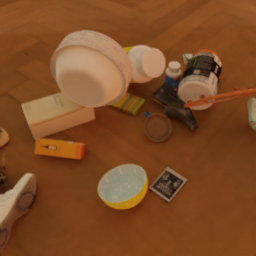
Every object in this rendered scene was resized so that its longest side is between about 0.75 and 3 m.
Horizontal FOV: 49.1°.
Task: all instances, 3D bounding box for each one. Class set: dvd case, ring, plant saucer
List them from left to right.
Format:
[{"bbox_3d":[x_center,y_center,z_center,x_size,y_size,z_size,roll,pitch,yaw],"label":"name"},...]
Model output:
[{"bbox_3d":[1.165,-0.013,11.212,1.165,0.172,1.165,2,81,-12],"label":"plant saucer"},{"bbox_3d":[1.406,1.997,9.851,0.860,0.141,1.144,32,55,26],"label":"dvd case"},{"bbox_3d":[3.353,-1.145,10.309,2.656,2.656,0.255,-11,88,-10],"label":"ring"}]

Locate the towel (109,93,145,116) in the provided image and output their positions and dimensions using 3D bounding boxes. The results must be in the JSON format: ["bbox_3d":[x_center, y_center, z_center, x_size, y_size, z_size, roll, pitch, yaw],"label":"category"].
[{"bbox_3d":[-0.588,-1.352,12.855,2.589,0.234,1.114,22,48,19],"label":"towel"}]

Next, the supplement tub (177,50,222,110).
[{"bbox_3d":[3.291,-2.252,12.647,1.677,1.677,2.738,15,51,13],"label":"supplement tub"}]

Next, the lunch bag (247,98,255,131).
[{"bbox_3d":[5.094,-0.518,10.951,0.738,1.210,1.031,-12,62,45],"label":"lunch bag"}]

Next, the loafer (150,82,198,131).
[{"bbox_3d":[1.968,-0.771,11.956,0.986,0.993,2.729,-34,50,2],"label":"loafer"}]

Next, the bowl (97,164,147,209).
[{"bbox_3d":[-0.070,2.073,9.151,1.663,0.895,1.663,-15,32,10],"label":"bowl"}]

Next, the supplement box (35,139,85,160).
[{"bbox_3d":[-2.555,0.767,10.508,1.743,0.580,0.600,7,4,2],"label":"supplement box"}]

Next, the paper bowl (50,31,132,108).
[{"bbox_3d":[-1.410,-1.902,10.227,2.912,2.912,1.514,12,53,10],"label":"paper bowl"}]

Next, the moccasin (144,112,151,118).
[{"bbox_3d":[1.155,-0.334,11.808,0.362,0.427,1.061,-41,71,-21],"label":"moccasin"}]

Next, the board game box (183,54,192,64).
[{"bbox_3d":[3.211,-3.687,14.990,0.486,0.133,0.770,2,48,1],"label":"board game box"}]

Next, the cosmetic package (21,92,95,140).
[{"bbox_3d":[-2.878,-0.657,11.685,2.644,0.966,1.369,-22,51,-18],"label":"cosmetic package"}]

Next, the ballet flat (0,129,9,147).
[{"bbox_3d":[-5.502,0.777,10.599,0.713,0.659,2.115,26,53,20],"label":"ballet flat"}]

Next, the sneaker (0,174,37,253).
[{"bbox_3d":[-3.949,2.535,8.812,1.228,1.051,2.820,15,49,19],"label":"sneaker"}]

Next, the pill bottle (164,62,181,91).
[{"bbox_3d":[2.073,-2.396,13.044,0.722,1.286,0.722,0,49,0],"label":"pill bottle"}]

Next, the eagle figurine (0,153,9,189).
[{"bbox_3d":[-5.080,1.788,9.353,1.981,1.495,1.503,-4,57,-18],"label":"eagle figurine"}]

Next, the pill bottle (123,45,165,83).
[{"bbox_3d":[0.314,-2.794,12.404,1.593,1.593,2.862,-30,22,-24],"label":"pill bottle"}]
